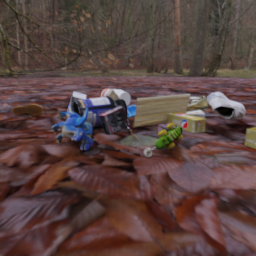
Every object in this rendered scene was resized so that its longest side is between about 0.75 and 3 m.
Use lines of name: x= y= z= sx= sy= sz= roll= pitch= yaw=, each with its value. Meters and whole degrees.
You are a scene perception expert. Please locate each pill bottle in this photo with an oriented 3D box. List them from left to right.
pill bottle: x=-1.117 y=-0.635 z=11.216 sx=2.038 sy=1.140 sz=1.140 roll=-8 pitch=15 yaw=-25
pill bottle: x=-0.728 y=-1.744 z=16.393 sx=1.003 sy=1.003 sz=1.831 roll=-10 pitch=16 yaw=-36

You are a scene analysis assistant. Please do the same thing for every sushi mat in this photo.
sushi mat: x=1.407 y=-0.713 z=11.471 sx=2.597 sy=1.242 sz=0.157 roll=-8 pitch=26 yaw=-26

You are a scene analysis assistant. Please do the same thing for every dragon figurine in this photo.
dragon figurine: x=-1.585 y=-0.162 z=9.026 sx=1.321 sy=0.782 sz=2.657 roll=-6 pitch=33 yaw=9

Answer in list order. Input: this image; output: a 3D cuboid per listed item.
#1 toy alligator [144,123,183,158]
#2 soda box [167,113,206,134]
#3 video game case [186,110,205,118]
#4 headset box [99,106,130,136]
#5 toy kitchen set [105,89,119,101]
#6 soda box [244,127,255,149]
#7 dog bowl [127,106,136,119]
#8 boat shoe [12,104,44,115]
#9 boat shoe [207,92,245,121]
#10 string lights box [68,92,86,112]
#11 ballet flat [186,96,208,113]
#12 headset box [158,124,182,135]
toy alligator: x=1.095 y=0.347 z=7.937 sx=1.628 sy=0.540 sz=0.391 roll=-38 pitch=6 yaw=-34
soda box: x=2.235 y=-0.217 z=10.913 sx=0.554 sy=0.524 sz=1.636 roll=-9 pitch=16 yaw=-30
video game case: x=2.606 y=-0.769 z=13.928 sx=2.006 sy=0.230 sz=1.825 roll=1 pitch=13 yaw=2
headset box: x=-0.479 y=-0.228 z=9.302 sx=0.954 sy=0.710 sz=0.368 roll=-26 pitch=20 yaw=-32
toy kitchen set: x=-1.136 y=-1.353 z=15.063 sx=1.056 sy=1.171 sz=0.955 roll=10 pitch=58 yaw=38
soda box: x=4.491 y=0.245 z=8.872 sx=1.729 sy=0.554 sz=0.586 roll=-8 pitch=16 yaw=-32
dog bowl: x=0.010 y=-0.640 z=12.231 sx=1.066 sy=0.264 sz=0.594 roll=-20 pitch=62 yaw=-12
boat shoe: x=-4.957 y=-0.959 z=14.017 sx=1.567 sy=0.552 sz=0.551 roll=1 pitch=16 yaw=4
boat shoe: x=3.945 y=-0.648 z=11.102 sx=2.260 sy=0.739 sz=0.832 roll=17 pitch=-39 yaw=-33
string lights box: x=-2.438 y=-1.140 z=13.277 sx=0.602 sy=1.172 sz=0.345 roll=12 pitch=49 yaw=-18
ballet flat: x=2.572 y=-0.962 z=12.525 sx=2.055 sy=0.726 sz=0.726 roll=-16 pitch=15 yaw=-5
headset box: x=1.480 y=0.075 z=10.124 sx=0.612 sy=0.317 sz=0.822 roll=-5 pitch=13 yaw=-21
